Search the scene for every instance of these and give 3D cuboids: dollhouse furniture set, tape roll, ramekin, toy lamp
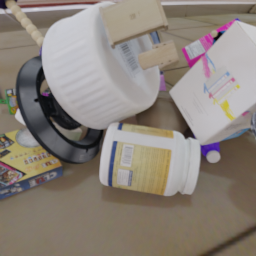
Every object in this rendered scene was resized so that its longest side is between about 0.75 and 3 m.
[{"bbox_3d":[0.279,-1.713,5.758,1.086,1.571,1.664,-17,-4,8],"label":"dollhouse furniture set"},{"bbox_3d":[-2.174,-0.111,7.772,1.846,0.337,1.846,25,4,-2],"label":"tape roll"},{"bbox_3d":[-0.446,-1.470,6.580,1.369,2.809,2.809,-16,18,37],"label":"ramekin"},{"bbox_3d":[-2.773,-2.896,7.415,2.387,0.695,0.695,50,42,-1],"label":"toy lamp"}]

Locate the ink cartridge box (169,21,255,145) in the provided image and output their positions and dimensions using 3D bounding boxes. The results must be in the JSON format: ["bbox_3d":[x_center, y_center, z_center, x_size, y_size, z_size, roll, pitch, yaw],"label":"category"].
[{"bbox_3d":[2.674,-1.059,6.596,1.721,2.677,1.676,-7,60,-41],"label":"ink cartridge box"}]

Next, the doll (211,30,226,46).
[{"bbox_3d":[2.268,-2.144,6.851,0.770,0.526,0.187,19,37,-40],"label":"doll"}]

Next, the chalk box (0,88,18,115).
[{"bbox_3d":[-3.934,-0.958,9.874,1.142,0.708,0.713,-12,34,-18],"label":"chalk box"}]

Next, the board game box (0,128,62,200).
[{"bbox_3d":[-3.027,0.879,6.685,2.421,0.419,1.640,-18,50,-28],"label":"board game box"}]

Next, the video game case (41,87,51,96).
[{"bbox_3d":[-2.356,-1.496,11.163,1.609,0.288,1.458,8,32,13],"label":"video game case"}]

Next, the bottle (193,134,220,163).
[{"bbox_3d":[2.214,0.412,7.800,0.592,0.463,1.418,1,31,2],"label":"bottle"}]

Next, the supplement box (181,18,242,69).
[{"bbox_3d":[2.495,-2.121,7.837,1.713,0.867,0.885,-26,38,19],"label":"supplement box"}]

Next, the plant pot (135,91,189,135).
[{"bbox_3d":[0.867,0.005,7.670,1.592,1.592,1.381,7,48,12],"label":"plant pot"}]

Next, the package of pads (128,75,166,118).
[{"bbox_3d":[0.386,-1.008,8.948,1.976,1.191,0.748,-12,1,-37],"label":"package of pads"}]

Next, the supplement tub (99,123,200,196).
[{"bbox_3d":[0.470,0.711,6.240,1.999,1.444,1.444,9,32,4],"label":"supplement tub"}]

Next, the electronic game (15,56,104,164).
[{"bbox_3d":[-1.493,-0.460,6.741,0.572,2.750,2.750,-24,21,26],"label":"electronic game"}]

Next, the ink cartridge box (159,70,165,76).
[{"bbox_3d":[0.659,-2.814,10.626,0.452,2.047,0.962,-32,52,15],"label":"ink cartridge box"}]

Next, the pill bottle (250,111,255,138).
[{"bbox_3d":[3.171,-0.548,4.432,1.275,2.400,1.275,9,51,-12],"label":"pill bottle"}]
